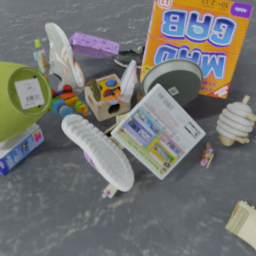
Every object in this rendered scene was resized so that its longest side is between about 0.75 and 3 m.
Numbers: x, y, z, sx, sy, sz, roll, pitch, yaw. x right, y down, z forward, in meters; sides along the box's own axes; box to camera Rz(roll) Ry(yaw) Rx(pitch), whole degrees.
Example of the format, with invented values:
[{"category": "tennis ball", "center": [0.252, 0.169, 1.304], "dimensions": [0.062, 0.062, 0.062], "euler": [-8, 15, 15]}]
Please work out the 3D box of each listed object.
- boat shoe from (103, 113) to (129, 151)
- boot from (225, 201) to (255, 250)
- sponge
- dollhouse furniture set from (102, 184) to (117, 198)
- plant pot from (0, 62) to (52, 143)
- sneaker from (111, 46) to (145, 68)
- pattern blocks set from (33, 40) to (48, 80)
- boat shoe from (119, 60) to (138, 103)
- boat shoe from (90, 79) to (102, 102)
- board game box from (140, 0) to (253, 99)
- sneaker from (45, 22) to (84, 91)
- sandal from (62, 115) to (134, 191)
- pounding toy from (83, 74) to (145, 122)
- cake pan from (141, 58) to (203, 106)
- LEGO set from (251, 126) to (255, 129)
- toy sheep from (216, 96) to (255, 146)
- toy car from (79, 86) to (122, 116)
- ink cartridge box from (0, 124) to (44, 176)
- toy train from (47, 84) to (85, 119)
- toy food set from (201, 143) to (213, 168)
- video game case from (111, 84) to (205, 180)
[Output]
[{"category": "boat shoe", "center": [0.011, -0.095, 8.069], "dimensions": [0.848, 2.226, 0.798], "euler": [32, 31, -27]}, {"category": "boot", "center": [3.854, 2.492, 7.772], "dimensions": [1.642, 0.769, 2.113], "euler": [35, 61, 26]}, {"category": "sponge", "center": [-1.541, -3.171, 11.063], "dimensions": [1.603, 0.428, 2.873], "euler": [8, 7, -21]}, {"category": "dollhouse furniture set", "center": [-0.689, 1.492, 8.599], "dimensions": [1.346, 1.067, 0.955], "euler": [36, 85, 26]}, {"category": "plant pot", "center": [-3.401, -0.765, 7.639], "dimensions": [2.705, 2.531, 2.531], "euler": [-6, 41, 37]}, {"category": "sneaker", "center": [0.433, -3.199, 12.436], "dimensions": [2.598, 1.176, 0.863], "euler": [22, 52, 19]}, {"category": "pattern blocks set", "center": [-3.040, -2.366, 9.977], "dimensions": [0.136, 1.476, 1.679], "euler": [-9, 33, -2]}, {"category": "boat shoe", "center": [0.048, -1.658, 10.275], "dimensions": [0.588, 0.647, 1.760], "euler": [27, 66, -13]}, {"category": "boat shoe", "center": [-1.055, -1.236, 9.478], "dimensions": [0.305, 0.263, 0.835], "euler": [-24, 72, 11]}, {"category": "board game box", "center": [2.101, -2.959, 9.965], "dimensions": [2.882, 2.880, 2.879], "euler": [11, 18, 0]}, {"category": "sneaker", "center": [-2.521, -2.465, 10.049], "dimensions": [1.146, 2.491, 0.943], "euler": [-27, 18, -15]}, {"category": "sandal", "center": [-0.854, 0.712, 7.866], "dimensions": [2.668, 0.656, 1.086], "euler": [48, 39, 10]}, {"category": "pounding toy", "center": [-0.307, -1.180, 10.783], "dimensions": [2.211, 1.011, 1.942], "euler": [-21, 52, -17]}, {"category": "cake pan", "center": [1.353, -1.245, 8.437], "dimensions": [1.895, 1.895, 0.347], "euler": [-4, 54, -4]}, {"category": "LEGO set", "center": [4.417, -0.502, 9.115], "dimensions": [0.545, 1.923, 1.249], "euler": [26, 34, -39]}, {"category": "toy sheep", "center": [3.426, -0.198, 8.833], "dimensions": [1.176, 1.706, 1.176], "euler": [21, 16, -6]}, {"category": "toy car", "center": [-0.828, -0.846, 9.175], "dimensions": [1.462, 0.487, 0.717], "euler": [-22, 23, 25]}, {"category": "ink cartridge box", "center": [-4.203, 0.542, 9.386], "dimensions": [1.506, 0.843, 2.208], "euler": [28, 53, 22]}, {"category": "toy train", "center": [-1.846, -0.939, 9.549], "dimensions": [1.047, 0.766, 1.810], "euler": [37, 44, 27]}, {"category": "toy food set", "center": [2.524, 0.896, 9.143], "dimensions": [0.169, 0.681, 1.071], "euler": [20, 14, 3]}, {"category": "video game case", "center": [0.840, 0.148, 7.519], "dimensions": [1.792, 1.968, 0.217], "euler": [-47, 18, 0]}]
